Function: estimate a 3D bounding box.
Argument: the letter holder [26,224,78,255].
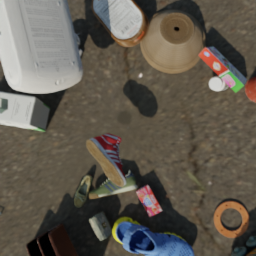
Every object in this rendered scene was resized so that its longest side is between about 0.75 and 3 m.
[{"bbox_3d":[-2.319,4.571,9.063,1.176,1.662,2.338,-28,82,-4],"label":"letter holder"}]

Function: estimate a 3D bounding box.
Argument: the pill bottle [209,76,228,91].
[{"bbox_3d":[3.367,-1.640,10.375,0.551,0.968,0.551,7,103,31],"label":"pill bottle"}]

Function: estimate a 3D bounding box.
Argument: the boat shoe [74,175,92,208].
[{"bbox_3d":[-1.630,2.282,10.085,0.436,0.376,1.195,24,82,4],"label":"boat shoe"}]

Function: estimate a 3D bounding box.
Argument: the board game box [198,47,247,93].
[{"bbox_3d":[3.527,-2.199,10.323,1.873,1.433,0.378,48,121,7],"label":"board game box"}]

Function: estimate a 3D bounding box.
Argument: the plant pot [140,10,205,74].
[{"bbox_3d":[1.758,-3.467,10.621,2.556,1.180,2.556,0,82,-1],"label":"plant pot"}]

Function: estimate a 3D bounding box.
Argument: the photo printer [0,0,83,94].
[{"bbox_3d":[-2.570,-2.459,8.134,1.004,2.406,2.892,-8,98,40],"label":"photo printer"}]

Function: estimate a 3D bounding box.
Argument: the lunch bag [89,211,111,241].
[{"bbox_3d":[-0.948,3.364,9.608,0.573,0.974,0.799,-26,81,-4],"label":"lunch bag"}]

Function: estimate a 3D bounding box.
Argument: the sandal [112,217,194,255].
[{"bbox_3d":[0.831,3.958,9.388,2.895,1.260,1.151,17,79,1],"label":"sandal"}]

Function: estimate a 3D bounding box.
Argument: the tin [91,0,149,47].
[{"bbox_3d":[-0.341,-4.368,10.752,1.532,0.573,2.736,-39,73,11],"label":"tin"}]

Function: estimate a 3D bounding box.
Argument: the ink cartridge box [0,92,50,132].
[{"bbox_3d":[-4.220,-0.608,9.878,2.368,1.728,0.995,9,82,2],"label":"ink cartridge box"}]

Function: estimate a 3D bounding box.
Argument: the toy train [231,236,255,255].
[{"bbox_3d":[4.573,4.166,9.237,2.529,1.441,1.077,-32,81,-5],"label":"toy train"}]

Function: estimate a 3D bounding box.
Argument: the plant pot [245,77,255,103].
[{"bbox_3d":[5.068,-1.559,10.377,1.061,1.032,1.061,0,81,0],"label":"plant pot"}]

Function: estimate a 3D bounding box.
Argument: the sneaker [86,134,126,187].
[{"bbox_3d":[-0.406,0.888,8.478,0.970,0.615,1.725,-26,73,-42],"label":"sneaker"}]

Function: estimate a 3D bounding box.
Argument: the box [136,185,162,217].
[{"bbox_3d":[0.729,2.594,9.976,0.509,0.487,1.021,-28,82,-4],"label":"box"}]

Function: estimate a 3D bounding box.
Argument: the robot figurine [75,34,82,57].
[{"bbox_3d":[-2.418,-3.023,10.661,1.388,0.924,1.636,27,79,-35],"label":"robot figurine"}]

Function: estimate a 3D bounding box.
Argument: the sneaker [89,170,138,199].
[{"bbox_3d":[-0.577,1.991,10.046,1.757,0.589,0.789,-11,80,-7],"label":"sneaker"}]

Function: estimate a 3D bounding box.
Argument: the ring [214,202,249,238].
[{"bbox_3d":[3.692,3.288,10.060,1.248,0.120,1.248,0,80,-1],"label":"ring"}]
